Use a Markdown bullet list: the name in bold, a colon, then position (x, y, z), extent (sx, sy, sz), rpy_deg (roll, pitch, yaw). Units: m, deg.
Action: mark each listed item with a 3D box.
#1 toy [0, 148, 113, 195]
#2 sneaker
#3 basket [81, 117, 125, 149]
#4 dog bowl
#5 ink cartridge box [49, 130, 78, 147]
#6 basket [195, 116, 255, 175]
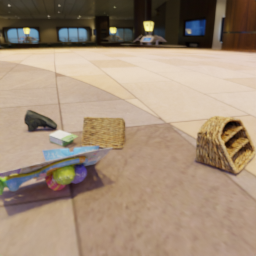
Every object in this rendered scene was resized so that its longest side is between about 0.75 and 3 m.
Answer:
- **toy**: position (-1.832, 1.224, 7.107), extent (2.773, 0.655, 1.597), rpy_deg (-7, -17, -28)
- **sneaker**: position (-3.573, -0.134, 11.332), extent (1.336, 0.765, 0.511), rpy_deg (23, 15, -16)
- **basket**: position (-0.877, 0.259, 10.299), extent (1.532, 1.141, 1.093), rpy_deg (1, -12, 3)
- **dog bowl**: position (-1.723, 0.814, 8.543), extent (1.706, 0.423, 0.951), rpy_deg (-4, -3, -10)
- **ink cartridge box**: position (-2.334, 0.407, 10.145), extent (1.003, 0.298, 0.521), rpy_deg (14, 28, 33)
- **basket**: position (3.156, 0.379, 8.788), extent (1.390, 1.331, 1.865), rpy_deg (17, 27, 39)
